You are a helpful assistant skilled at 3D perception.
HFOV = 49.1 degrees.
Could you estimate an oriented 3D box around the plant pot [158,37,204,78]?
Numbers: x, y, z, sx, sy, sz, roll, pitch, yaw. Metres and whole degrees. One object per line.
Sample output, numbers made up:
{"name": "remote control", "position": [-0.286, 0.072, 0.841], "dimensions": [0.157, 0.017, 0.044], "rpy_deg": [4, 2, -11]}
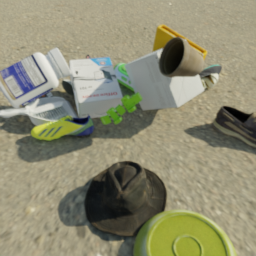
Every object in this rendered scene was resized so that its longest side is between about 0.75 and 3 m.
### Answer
{"name": "plant pot", "position": [1.819, -2.181, 9.215], "dimensions": [1.118, 1.289, 1.289], "rpy_deg": [11, 30, -31]}

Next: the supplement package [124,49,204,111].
{"name": "supplement package", "position": [1.383, -1.991, 11.088], "dimensions": [1.617, 2.103, 2.199], "rpy_deg": [-31, 16, -28]}

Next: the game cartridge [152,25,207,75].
{"name": "game cartridge", "position": [1.954, -2.647, 11.852], "dimensions": [0.430, 2.651, 2.337], "rpy_deg": [-36, 64, -27]}

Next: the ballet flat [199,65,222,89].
{"name": "ballet flat", "position": [3.484, -2.238, 13.209], "dimensions": [2.937, 1.073, 1.073], "rpy_deg": [-16, 40, -29]}

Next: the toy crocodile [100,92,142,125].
{"name": "toy crocodile", "position": [-0.250, -0.685, 10.124], "dimensions": [1.724, 0.582, 0.532], "rpy_deg": [-38, 18, 3]}

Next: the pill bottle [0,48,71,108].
{"name": "pill bottle", "position": [-3.634, -2.014, 10.961], "dimensions": [2.571, 1.539, 1.539], "rpy_deg": [-30, 44, -8]}

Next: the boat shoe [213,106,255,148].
{"name": "boat shoe", "position": [4.501, -0.036, 10.184], "dimensions": [2.798, 1.026, 1.042], "rpy_deg": [21, 42, 24]}

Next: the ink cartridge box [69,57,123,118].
{"name": "ink cartridge box", "position": [-1.386, -1.726, 11.798], "dimensions": [1.815, 1.064, 2.479], "rpy_deg": [-9, 54, -14]}

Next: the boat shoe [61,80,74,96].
{"name": "boat shoe", "position": [-2.331, -1.782, 12.824], "dimensions": [1.686, 0.621, 0.541], "rpy_deg": [25, 38, 23]}

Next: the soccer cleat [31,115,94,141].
{"name": "soccer cleat", "position": [-2.416, -0.083, 10.300], "dimensions": [2.294, 0.960, 0.742], "rpy_deg": [-5, 38, -6]}

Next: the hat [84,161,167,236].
{"name": "hat", "position": [-0.046, 1.674, 7.976], "dimensions": [2.630, 1.061, 2.630], "rpy_deg": [1, 38, -1]}

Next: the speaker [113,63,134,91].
{"name": "speaker", "position": [0.258, -2.252, 13.099], "dimensions": [1.010, 1.010, 2.284], "rpy_deg": [-26, 45, -30]}

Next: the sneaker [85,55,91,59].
{"name": "sneaker", "position": [-2.228, -3.761, 15.521], "dimensions": [0.346, 0.390, 0.923], "rpy_deg": [-6, 39, -8]}

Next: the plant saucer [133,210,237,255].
{"name": "plant saucer", "position": [1.403, 2.979, 6.710], "dimensions": [2.545, 0.395, 2.545], "rpy_deg": [2, 40, -1]}

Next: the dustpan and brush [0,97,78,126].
{"name": "dustpan and brush", "position": [-3.606, -0.604, 11.051], "dimensions": [2.999, 0.858, 2.093], "rpy_deg": [-17, 41, -21]}

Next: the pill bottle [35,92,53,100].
{"name": "pill bottle", "position": [-3.749, -1.220, 12.166], "dimensions": [0.484, 0.484, 0.911], "rpy_deg": [18, 42, 22]}
